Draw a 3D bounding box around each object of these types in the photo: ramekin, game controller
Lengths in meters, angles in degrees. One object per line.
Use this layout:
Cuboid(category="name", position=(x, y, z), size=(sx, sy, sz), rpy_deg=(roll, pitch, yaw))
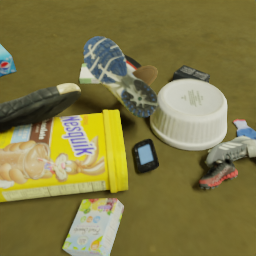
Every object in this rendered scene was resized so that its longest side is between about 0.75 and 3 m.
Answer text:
Cuboid(category="ramekin", position=(1.753, -0.490, 7.999), size=(2.233, 1.040, 2.233), rpy_deg=(0, 42, 0))
Cuboid(category="game controller", position=(0.450, 0.697, 7.123), size=(0.537, 0.217, 1.029), rpy_deg=(-17, 40, 5))

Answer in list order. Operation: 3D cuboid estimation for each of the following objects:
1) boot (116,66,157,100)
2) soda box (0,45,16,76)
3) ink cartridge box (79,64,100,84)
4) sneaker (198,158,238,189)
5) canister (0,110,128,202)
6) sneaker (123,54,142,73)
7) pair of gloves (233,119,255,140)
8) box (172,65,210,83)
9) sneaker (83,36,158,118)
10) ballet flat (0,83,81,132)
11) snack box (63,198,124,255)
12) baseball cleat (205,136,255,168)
Cuboid(category="boot", position=(0.438, -1.364, 8.576), size=(0.601, 1.566, 1.216), rpy_deg=(51, 30, 7))
Cuboid(category="soda box", position=(-5.068, -2.755, 10.777), size=(0.683, 0.646, 2.014), rpy_deg=(-27, 48, -26))
Cuboid(category="ink cartridge box", position=(-1.370, -1.995, 10.246), size=(0.717, 0.236, 0.985), rpy_deg=(-1, 42, -1))
Cuboid(category="sneaker", position=(2.087, 1.051, 6.617), size=(1.128, 0.551, 0.399), rpy_deg=(-19, 9, -24))
Cuboid(category="canister", position=(-1.551, 0.621, 6.673), size=(2.875, 1.244, 2.135), rpy_deg=(-6, 43, -4))
Cuboid(category="sneaker", position=(-0.319, -2.158, 10.163), size=(1.784, 0.956, 0.596), rpy_deg=(24, 36, -28))
Cuboid(category="pair of gloves", position=(3.792, 0.116, 7.998), size=(1.457, 0.166, 1.171), rpy_deg=(-5, 43, -4))
Cuboid(category="box", position=(2.200, -1.728, 9.807), size=(1.047, 0.413, 0.739), rpy_deg=(29, 46, 25))
Cuboid(category="sneaker", position=(-0.271, -1.254, 7.478), size=(0.989, 1.093, 2.566), rpy_deg=(-37, 85, -3))
Cuboid(category="ballet flat", position=(-2.484, -0.453, 6.146), size=(2.952, 0.981, 0.839), rpy_deg=(-19, 71, 0))
Cuboid(category="snack box", position=(-0.659, 1.935, 5.478), size=(0.906, 0.364, 1.074), rpy_deg=(-12, 41, 32))
Cuboid(category="baseball cleat", position=(2.704, 0.595, 7.042), size=(1.550, 0.540, 0.825), rpy_deg=(-26, 18, -25))
